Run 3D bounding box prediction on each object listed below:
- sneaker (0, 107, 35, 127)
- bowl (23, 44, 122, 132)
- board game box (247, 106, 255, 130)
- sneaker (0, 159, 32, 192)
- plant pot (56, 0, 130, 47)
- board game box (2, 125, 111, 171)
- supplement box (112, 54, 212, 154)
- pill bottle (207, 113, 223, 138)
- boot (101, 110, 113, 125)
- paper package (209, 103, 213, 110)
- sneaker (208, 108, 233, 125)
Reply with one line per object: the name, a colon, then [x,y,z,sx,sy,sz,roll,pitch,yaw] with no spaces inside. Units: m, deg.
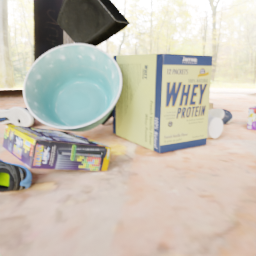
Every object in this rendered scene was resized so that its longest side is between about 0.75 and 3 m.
sneaker: [-4.512,-0.566,12.185,2.338,0.854,1.308,6,13,34]
bowl: [-1.541,-0.972,8.445,2.781,2.781,1.455,0,-23,1]
board game box: [5.629,-0.331,10.819,1.705,0.894,0.878,8,14,40]
sneaker: [-2.612,0.870,5.258,1.609,0.571,0.667,7,5,19]
plant pot: [-1.177,-3.415,8.818,1.502,1.693,1.689,-41,4,23]
board game box: [-1.720,0.449,6.521,1.768,0.607,2.139,7,4,-37]
supplement box: [0.927,-0.925,8.833,1.821,2.712,2.709,-7,14,-31]
pill bottle: [2.351,-0.123,9.624,0.930,0.930,1.671,-7,12,-33]
boot: [-1.080,-0.898,11.622,1.232,1.503,0.556,40,9,-37]
paper package: [4.928,-1.383,17.740,0.835,0.432,0.796,1,11,7]
sneaker: [3.642,-0.430,12.328,1.849,0.745,1.354,-5,-12,44]
